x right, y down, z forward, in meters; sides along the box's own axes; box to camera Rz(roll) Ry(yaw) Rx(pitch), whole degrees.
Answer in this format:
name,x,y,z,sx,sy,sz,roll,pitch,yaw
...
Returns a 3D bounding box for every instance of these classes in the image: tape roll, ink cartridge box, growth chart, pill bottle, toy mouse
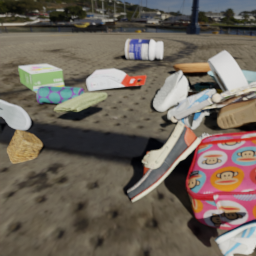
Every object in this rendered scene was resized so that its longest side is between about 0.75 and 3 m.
name,x,y,z,sx,sy,sz,roll,pitch,yaw
tape roll,3.516,-1.740,9.781,0.640,1.830,1.830,-30,19,13
ink cartridge box,-0.503,-2.420,13.417,2.569,0.733,2.088,-9,21,10
growth chart,2.752,-0.807,7.671,2.940,0.261,2.128,-16,-8,-21
ink cartridge box,-4.075,-2.397,13.418,1.498,0.856,2.885,-15,27,-31
pill bottle,1.170,-5.640,20.332,2.593,1.501,1.501,5,23,12
toy mouse,3.762,-1.587,11.959,2.499,0.484,2.221,6,23,13

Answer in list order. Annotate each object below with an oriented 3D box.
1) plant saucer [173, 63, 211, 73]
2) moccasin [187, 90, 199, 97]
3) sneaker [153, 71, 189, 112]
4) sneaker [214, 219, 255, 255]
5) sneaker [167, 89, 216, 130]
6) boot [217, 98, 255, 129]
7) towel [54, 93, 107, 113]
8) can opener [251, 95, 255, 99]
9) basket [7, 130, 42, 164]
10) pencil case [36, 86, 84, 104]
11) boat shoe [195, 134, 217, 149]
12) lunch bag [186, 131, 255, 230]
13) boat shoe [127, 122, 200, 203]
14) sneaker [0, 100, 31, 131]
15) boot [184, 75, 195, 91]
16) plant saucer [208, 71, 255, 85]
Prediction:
name,x,y,z,sx,sy,sz,roll,pitch,yaw
plant saucer,3.693,-3.307,15.603,2.378,0.445,2.378,0,9,0
moccasin,2.821,-1.473,11.906,0.300,0.317,0.821,-20,30,-41
sneaker,1.760,-1.253,10.668,0.913,0.962,2.390,-16,28,43
sneaker,1.585,1.445,3.698,0.820,0.331,0.314,-35,-21,19
sneaker,2.187,-0.762,9.512,1.099,0.951,2.536,11,24,37
boot,4.100,-0.630,8.368,2.684,0.971,2.232,-10,9,35
towel,-1.440,-0.798,8.572,1.085,0.267,1.462,3,24,42
can opener,5.583,-0.706,9.798,0.712,0.892,2.668,11,21,-39
basket,-2.630,0.535,7.174,0.626,0.653,0.877,25,5,-38
pencil case,-2.581,-1.203,10.727,1.692,0.782,0.720,5,51,4
boat shoe,2.102,0.315,7.591,1.052,0.344,0.387,-6,24,-11
lunch bag,2.385,0.745,4.950,2.445,1.002,2.154,-7,27,29
boat shoe,0.619,0.650,5.479,1.883,0.589,0.670,-42,-4,-17
sneaker,-3.636,-0.440,9.038,1.857,0.678,0.658,29,7,30
boot,2.829,-2.101,13.044,0.336,0.601,0.868,-12,26,-25
plant saucer,4.592,-2.032,11.799,2.455,0.473,2.455,0,21,0
